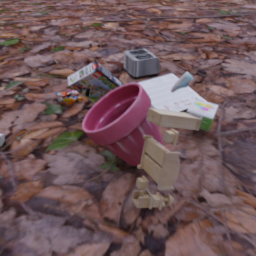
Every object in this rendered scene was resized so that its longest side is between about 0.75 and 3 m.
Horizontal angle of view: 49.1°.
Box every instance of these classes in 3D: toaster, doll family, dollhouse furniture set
[{"bbox_3d":[0.636,-3.475,15.150,1.803,1.070,1.630,-13,36,-18],"label":"toaster"},{"bbox_3d":[-2.553,-1.336,12.615,0.861,0.625,1.387,7,17,22],"label":"doll family"},{"bbox_3d":[1.021,0.944,6.999,1.137,2.569,1.332,6,13,-22],"label":"dollhouse furniture set"}]

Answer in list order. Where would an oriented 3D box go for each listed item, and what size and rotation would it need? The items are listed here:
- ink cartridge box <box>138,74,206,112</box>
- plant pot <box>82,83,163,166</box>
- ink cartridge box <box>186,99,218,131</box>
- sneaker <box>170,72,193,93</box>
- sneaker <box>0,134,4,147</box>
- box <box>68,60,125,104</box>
[{"bbox_3d":[1.836,-1.189,12.351,2.411,0.847,2.967,-19,52,-26],"label":"ink cartridge box"},{"bbox_3d":[0.013,0.036,8.764,2.214,1.982,2.214,-29,28,17],"label":"plant pot"},{"bbox_3d":[2.821,-0.619,10.599,0.943,0.539,1.817,20,33,17],"label":"ink cartridge box"},{"bbox_3d":[1.870,-1.488,9.746,0.402,0.981,0.362,38,46,-5],"label":"sneaker"},{"bbox_3d":[-4.797,0.566,9.879,0.453,0.408,1.105,9,35,5],"label":"sneaker"},{"bbox_3d":[-0.996,-1.531,10.804,1.358,2.467,0.428,-24,60,23],"label":"box"}]
